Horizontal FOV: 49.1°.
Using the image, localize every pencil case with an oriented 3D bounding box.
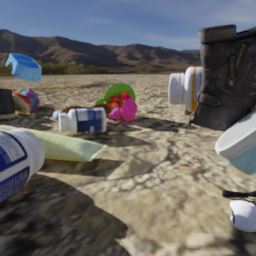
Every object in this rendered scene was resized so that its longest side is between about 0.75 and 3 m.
[{"bbox_3d":[-4.943,-1.418,13.956,0.853,0.926,2.003,-6,16,-23],"label":"pencil case"}]

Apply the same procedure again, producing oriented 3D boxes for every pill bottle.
[{"bbox_3d":[-1.502,-0.207,9.195,1.469,0.816,0.816,-5,14,-15],"label":"pill bottle"},{"bbox_3d":[2.118,-0.956,7.072,2.081,1.137,1.137,3,14,16],"label":"pill bottle"},{"bbox_3d":[-2.370,0.698,4.669,1.198,1.198,2.071,4,13,15],"label":"pill bottle"}]

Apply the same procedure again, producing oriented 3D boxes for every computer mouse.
[{"bbox_3d":[1.832,1.239,4.431,0.610,0.244,1.113,5,14,13],"label":"computer mouse"}]

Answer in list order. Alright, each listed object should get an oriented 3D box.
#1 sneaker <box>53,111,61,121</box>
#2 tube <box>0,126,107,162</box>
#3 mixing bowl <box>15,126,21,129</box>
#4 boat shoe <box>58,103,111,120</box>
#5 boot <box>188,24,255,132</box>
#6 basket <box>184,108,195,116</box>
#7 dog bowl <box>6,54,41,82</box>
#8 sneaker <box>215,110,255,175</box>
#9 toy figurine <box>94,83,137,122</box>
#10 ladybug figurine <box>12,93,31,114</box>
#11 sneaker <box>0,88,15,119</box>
[{"bbox_3d":[-2.320,-0.437,11.097,1.247,0.461,0.511,-11,28,-18],"label":"sneaker"},{"bbox_3d":[-2.015,0.455,6.955,2.786,0.723,0.808,6,58,14],"label":"tube"},{"bbox_3d":[-2.587,0.399,6.176,0.867,0.470,0.867,-35,16,11],"label":"mixing bowl"},{"bbox_3d":[-1.618,-0.388,10.374,2.163,0.761,0.760,-8,-22,-40],"label":"boat shoe"},{"bbox_3d":[2.569,-0.946,5.748,2.651,2.308,0.918,4,21,25],"label":"boot"},{"bbox_3d":[2.861,-0.929,12.594,0.591,0.617,0.828,10,18,37],"label":"basket"},{"bbox_3d":[-2.481,-1.472,6.707,0.669,0.297,1.199,2,28,-39],"label":"dog bowl"},{"bbox_3d":[3.015,-0.011,5.115,2.728,1.118,1.008,-39,14,39],"label":"sneaker"},{"bbox_3d":[-0.387,-0.824,11.371,1.911,1.434,1.758,-23,26,-4],"label":"toy figurine"},{"bbox_3d":[-4.834,-1.130,12.424,1.562,1.060,0.562,14,52,31],"label":"ladybug figurine"},{"bbox_3d":[-5.884,-0.970,11.371,2.372,1.260,0.887,-10,17,-34],"label":"sneaker"}]
